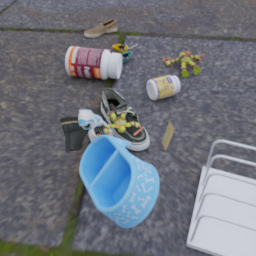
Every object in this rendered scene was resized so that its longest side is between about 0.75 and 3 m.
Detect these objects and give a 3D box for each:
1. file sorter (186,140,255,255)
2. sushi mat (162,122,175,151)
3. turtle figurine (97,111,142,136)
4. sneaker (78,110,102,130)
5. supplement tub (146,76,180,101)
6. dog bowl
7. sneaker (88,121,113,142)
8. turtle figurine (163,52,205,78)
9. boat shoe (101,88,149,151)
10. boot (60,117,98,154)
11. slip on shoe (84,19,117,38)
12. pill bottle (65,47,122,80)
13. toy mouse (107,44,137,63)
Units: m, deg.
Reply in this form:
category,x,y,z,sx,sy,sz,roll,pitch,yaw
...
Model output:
category,x,y,z,sx,sy,sz,roll,pitch,yaw
file sorter,2.700,1.768,7.088,1.768,1.586,2.547,14,45,14
sushi mat,1.291,0.278,9.090,0.055,0.915,0.438,5,36,-15
turtle figurine,-0.334,-0.151,8.719,1.406,0.453,1.134,-11,31,-7
sneaker,-0.939,-0.146,6.850,0.396,1.034,0.418,2,79,18
supplement tub,1.396,-1.606,11.116,1.144,0.832,0.832,-17,46,-16
dog bowl,-0.343,1.048,6.348,1.457,0.648,2.614,-53,34,4
sneaker,-0.698,0.593,8.834,0.856,0.830,2.344,-22,48,-21
turtle figurine,2.709,-3.019,12.713,2.028,0.653,1.635,-6,44,-6
boat shoe,-0.219,-0.363,9.765,1.014,0.913,2.867,-22,48,-21
boot,-1.295,0.204,7.963,0.539,0.962,1.391,-13,-8,43
slip on shoe,-1.495,-5.435,15.266,1.952,0.591,0.742,-19,47,-19
pill bottle,-1.441,-2.741,11.996,2.208,1.261,1.261,8,44,8
toy mouse,-0.517,-3.421,13.330,1.946,0.376,1.729,1,44,1
